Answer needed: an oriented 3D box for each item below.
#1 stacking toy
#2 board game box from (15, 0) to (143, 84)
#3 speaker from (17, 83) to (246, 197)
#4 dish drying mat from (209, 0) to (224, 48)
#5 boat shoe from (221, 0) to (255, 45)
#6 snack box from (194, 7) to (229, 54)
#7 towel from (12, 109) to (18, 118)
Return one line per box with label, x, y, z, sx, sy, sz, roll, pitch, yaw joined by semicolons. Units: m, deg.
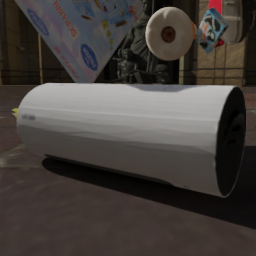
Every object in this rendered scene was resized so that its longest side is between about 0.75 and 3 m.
stacking toy;1.559;-2.902;8.559;1.439;1.439;1.969;6;23;31
board game box;-0.839;-2.614;5.443;0.520;2.520;2.526;13;-29;34
speaker;-0.073;0.003;3.611;2.889;1.173;1.173;6;12;33
dish drying mat;3.141;-3.870;10.025;0.186;2.042;0.784;8;-7;-27
boat shoe;2.854;-3.493;7.089;0.762;2.673;0.894;-32;45;-28
snack box;1.782;-2.092;6.073;0.168;0.525;0.903;-30;-14;-16
towel;-2.726;-0.510;9.287;2.037;0.232;1.463;-5;11;-32
